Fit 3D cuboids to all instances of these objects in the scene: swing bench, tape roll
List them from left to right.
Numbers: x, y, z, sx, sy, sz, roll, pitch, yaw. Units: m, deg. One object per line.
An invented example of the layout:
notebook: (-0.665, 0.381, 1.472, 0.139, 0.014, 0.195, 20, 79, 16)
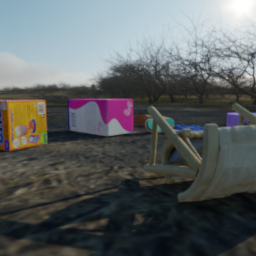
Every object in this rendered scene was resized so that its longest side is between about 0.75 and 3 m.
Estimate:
swing bench: (1.666, 0.395, 4.863, 2.155, 1.405, 2.166, -2, 12, -18)
tape roll: (6.062, -0.370, 14.108, 2.072, 0.680, 2.072, -1, 7, 0)

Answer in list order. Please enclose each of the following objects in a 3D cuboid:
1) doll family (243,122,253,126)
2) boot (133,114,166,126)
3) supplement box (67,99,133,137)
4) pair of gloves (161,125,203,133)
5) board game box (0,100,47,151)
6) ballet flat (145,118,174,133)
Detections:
doll family: (5.225, -0.020, 11.628, 0.956, 0.649, 1.653, 2, 11, -15)
boot: (1.205, -0.385, 15.053, 1.749, 0.614, 1.279, 4, 1, 23)
supplement box: (-1.249, -0.522, 12.043, 1.467, 1.437, 2.839, -6, 9, -41)
pair of gloves: (2.622, 0.094, 11.863, 2.024, 0.287, 2.517, 5, 8, 38)
board game box: (-3.637, -0.152, 8.890, 1.440, 1.441, 1.440, 4, 8, 31)
ballet flat: (1.260, -0.065, 12.228, 1.922, 0.668, 0.668, -3, 7, -44)
